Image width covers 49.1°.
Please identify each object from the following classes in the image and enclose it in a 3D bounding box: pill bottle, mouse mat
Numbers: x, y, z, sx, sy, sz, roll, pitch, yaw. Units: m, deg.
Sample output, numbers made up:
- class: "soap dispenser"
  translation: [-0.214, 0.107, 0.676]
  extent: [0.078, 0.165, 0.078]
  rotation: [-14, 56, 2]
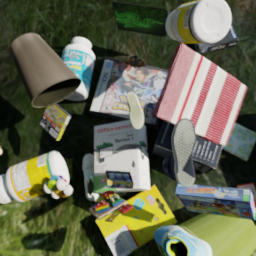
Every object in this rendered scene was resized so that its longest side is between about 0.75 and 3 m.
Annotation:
- class: "pill bottle"
  translation: [-2.994, 1.584, 8.643]
  extent: [2.062, 1.163, 1.163]
  rotation: [-20, 73, 0]
- class: "pill bottle"
  translation: [-2.150, -2.459, 11.587]
  extent: [1.362, 1.362, 2.459]
  rotation: [7, 72, 2]
- class: "mouse mat"
  translation: [0.471, -4.130, 10.727]
  extent: [2.068, 1.664, 0.078]
  rotation: [13, 76, 10]
- class: "pill bottle"
  translation: [2.086, -3.318, 8.864]
  extent: [1.269, 2.221, 1.269]
  rotation: [-5, 108, -14]

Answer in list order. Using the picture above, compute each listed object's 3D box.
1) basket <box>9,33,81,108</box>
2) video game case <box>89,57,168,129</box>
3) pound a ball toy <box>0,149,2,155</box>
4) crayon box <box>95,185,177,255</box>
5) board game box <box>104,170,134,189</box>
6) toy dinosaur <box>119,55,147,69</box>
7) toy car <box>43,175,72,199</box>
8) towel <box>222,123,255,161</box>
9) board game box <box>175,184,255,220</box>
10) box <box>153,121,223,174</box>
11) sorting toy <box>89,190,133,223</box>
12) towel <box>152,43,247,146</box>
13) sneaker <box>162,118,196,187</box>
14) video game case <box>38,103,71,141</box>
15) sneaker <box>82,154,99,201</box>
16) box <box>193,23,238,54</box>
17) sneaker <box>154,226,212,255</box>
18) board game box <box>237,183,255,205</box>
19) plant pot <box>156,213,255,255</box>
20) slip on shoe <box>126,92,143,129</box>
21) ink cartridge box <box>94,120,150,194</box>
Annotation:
- class: "basket"
  translation: [-2.738, -1.871, 8.866]
  extent: [1.777, 1.341, 1.971]
  rotation: [-28, 78, -35]
- class: "video game case"
  translation: [0.102, -1.518, 11.808]
  extent: [2.887, 0.368, 2.609]
  rotation: [13, 72, 4]
- class: "pound a ball toy"
  translation: [-4.578, 0.448, 9.429]
  extent: [0.598, 0.916, 0.389]
  rotation: [2, 32, -17]
- class: "crayon box"
  translation: [0.293, 3.390, 10.104]
  extent: [2.496, 0.634, 1.585]
  rotation: [-29, 75, -9]
- class: "board game box"
  translation: [-0.288, 1.592, 8.626]
  extent: [0.817, 0.675, 0.232]
  rotation: [6, 113, -12]
- class: "toy dinosaur"
  translation: [0.205, -2.461, 10.456]
  extent: [0.996, 0.676, 0.509]
  rotation: [26, 111, -5]
- class: "toy car"
  translation: [-1.947, 1.608, 7.866]
  extent: [0.659, 0.754, 0.565]
  rotation: [-17, 44, 21]
- class: "towel"
  translation: [4.476, 0.538, 11.192]
  extent: [1.076, 0.303, 1.257]
  rotation: [28, 75, 9]
- class: "board game box"
  translation: [2.380, 2.006, 7.610]
  extent: [1.886, 1.277, 0.325]
  rotation: [0, 54, 30]
- class: "box"
  translation: [2.396, 0.223, 10.692]
  extent: [2.262, 1.426, 2.301]
  rotation: [21, 74, 7]
- class: "sorting toy"
  translation: [-0.624, 2.203, 8.129]
  extent: [0.925, 1.918, 0.324]
  rotation: [-25, 100, -22]
- class: "towel"
  translation: [2.177, -0.833, 8.158]
  extent: [2.920, 0.332, 2.103]
  rotation: [22, 88, -30]
- class: "sneaker"
  translation: [1.306, 0.613, 7.401]
  extent: [0.639, 1.215, 1.682]
  rotation: [3, 88, -7]
- class: "video game case"
  translation: [-2.505, -0.262, 9.495]
  extent: [1.102, 0.141, 0.996]
  rotation: [36, 106, 29]
- class: "sneaker"
  translation: [-1.396, 1.803, 10.531]
  extent: [0.674, 0.792, 1.791]
  rotation: [-8, 72, -1]
- class: "box"
  translation: [3.698, -4.598, 12.721]
  extent: [1.828, 0.497, 2.282]
  rotation: [-13, 73, -4]
- class: "sneaker"
  translation: [1.007, 2.681, 6.609]
  extent: [1.087, 1.665, 0.662]
  rotation: [23, 74, -37]
- class: "board game box"
  translation: [4.541, 2.543, 10.613]
  extent: [0.604, 0.185, 0.797]
  rotation: [-10, 73, -3]
- class: "plant pot"
  translation: [2.755, 3.867, 9.160]
  extent: [2.622, 2.761, 2.761]
  rotation: [-27, 74, -22]
- class: "slip on shoe"
  translation: [0.161, -0.396, 6.639]
  extent: [0.335, 0.277, 0.905]
  rotation: [-14, 75, -1]
- class: "ink cartridge box"
  translation: [-0.269, 1.075, 10.331]
  extent: [1.838, 1.061, 2.516]
  rotation: [-10, 71, 21]
